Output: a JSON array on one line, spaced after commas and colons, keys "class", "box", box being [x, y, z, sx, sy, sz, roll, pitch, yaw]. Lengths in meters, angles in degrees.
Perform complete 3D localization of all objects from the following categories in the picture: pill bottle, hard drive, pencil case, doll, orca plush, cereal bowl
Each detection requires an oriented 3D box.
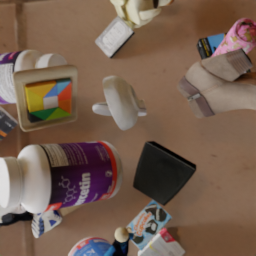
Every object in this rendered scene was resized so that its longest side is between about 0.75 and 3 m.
[{"class": "pill bottle", "box": [-0.513, 3.696, 6.635, 1.441, 2.567, 1.441, 0, 89, -26]}, {"class": "hard drive", "box": [-0.533, -3.519, 10.901, 1.371, 0.259, 0.958, -43, 77, 16]}, {"class": "pencil case", "box": [3.186, -2.313, 8.640, 0.947, 2.189, 0.906, 12, 68, -4]}, {"class": "doll", "box": [-0.146, 2.346, 5.359, 0.311, 1.282, 0.875, 27, 40, 33]}, {"class": "orca plush", "box": [-3.397, 2.613, 9.313, 2.528, 0.899, 1.330, -38, 32, -20]}, {"class": "pill bottle", "box": [-5.044, 0.245, 9.609, 1.205, 1.205, 2.269, 40, 78, 11]}, {"class": "pill bottle", "box": [-1.636, 1.177, 6.964, 2.832, 1.593, 1.593, -2, 70, -38]}, {"class": "pill bottle", "box": [-2.949, -1.383, 7.714, 2.514, 1.401, 1.401, -1, 73, 20]}, {"class": "cereal bowl", "box": [-0.099, -0.702, 7.268, 0.605, 1.453, 1.453, -20, 74, 12]}]

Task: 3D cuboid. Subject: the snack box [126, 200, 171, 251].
[{"class": "snack box", "box": [0.476, 2.385, 6.907, 1.083, 0.201, 0.629, -44, 63, -12]}]

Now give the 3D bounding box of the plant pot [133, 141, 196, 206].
[{"class": "plant pot", "box": [0.835, 1.136, 6.896, 1.297, 1.294, 1.150, 28, 95, 13]}]

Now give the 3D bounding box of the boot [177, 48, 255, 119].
[{"class": "boot", "box": [2.502, -0.738, 7.008, 1.800, 0.865, 2.461, -33, 105, 32]}]

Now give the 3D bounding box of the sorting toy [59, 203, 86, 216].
[{"class": "sorting toy", "box": [-1.925, 2.162, 9.314, 1.050, 0.368, 1.057, -25, 99, -21]}]

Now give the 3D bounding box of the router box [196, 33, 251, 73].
[{"class": "router box", "box": [3.663, -2.635, 10.802, 1.472, 0.504, 1.973, -14, 74, -4]}]

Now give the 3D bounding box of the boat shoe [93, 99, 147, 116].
[{"class": "boat shoe", "box": [-0.255, -0.737, 8.880, 1.786, 0.633, 0.624, 1, 77, -19]}]

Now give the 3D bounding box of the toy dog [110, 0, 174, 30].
[{"class": "toy dog", "box": [0.757, -5.034, 10.688, 2.340, 1.633, 2.269, -42, 34, -17]}]

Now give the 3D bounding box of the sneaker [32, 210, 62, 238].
[{"class": "sneaker", "box": [-2.566, 2.754, 9.009, 0.596, 0.852, 1.475, 32, 116, 37]}]

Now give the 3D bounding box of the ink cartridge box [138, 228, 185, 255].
[{"class": "ink cartridge box", "box": [1.000, 3.879, 8.722, 1.184, 0.856, 0.860, -39, 77, -10]}]

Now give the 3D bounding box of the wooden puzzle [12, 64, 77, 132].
[{"class": "wooden puzzle", "box": [-1.910, -0.677, 6.743, 1.467, 1.586, 0.295, -14, 41, -25]}]
